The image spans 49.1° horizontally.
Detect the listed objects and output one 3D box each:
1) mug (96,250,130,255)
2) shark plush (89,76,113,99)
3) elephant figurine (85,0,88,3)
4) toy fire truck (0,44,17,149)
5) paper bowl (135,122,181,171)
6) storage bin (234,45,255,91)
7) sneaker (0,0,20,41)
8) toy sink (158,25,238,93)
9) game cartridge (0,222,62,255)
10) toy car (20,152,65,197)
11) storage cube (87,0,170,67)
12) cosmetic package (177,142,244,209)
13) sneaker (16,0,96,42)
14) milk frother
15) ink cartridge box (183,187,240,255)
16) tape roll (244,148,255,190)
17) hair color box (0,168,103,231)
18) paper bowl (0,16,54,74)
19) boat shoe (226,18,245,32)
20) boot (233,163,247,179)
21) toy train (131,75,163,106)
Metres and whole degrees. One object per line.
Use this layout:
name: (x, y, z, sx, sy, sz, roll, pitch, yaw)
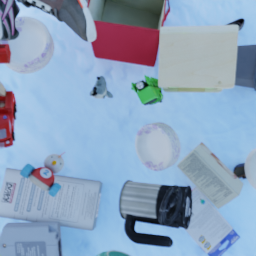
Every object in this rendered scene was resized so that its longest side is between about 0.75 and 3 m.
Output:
mug: (-0.310, 3.250, 6.075, 1.334, 1.623, 1.004, 20, 87, -22)
shark plush: (-0.646, -0.825, 5.644, 0.497, 1.093, 0.455, 7, 101, 13)
elephant figurine: (-0.442, -5.514, 10.160, 2.640, 1.868, 2.048, -18, 91, 2)
toy fire truck: (-3.388, -0.891, 7.385, 0.601, 1.738, 2.464, -4, 48, -13)
paper bowl: (0.855, 0.484, 7.622, 0.671, 1.289, 1.289, -11, 71, -45)
storage bin: (4.132, -2.106, 9.695, 1.068, 1.158, 1.591, 12, 75, 32)
sneaker: (-2.806, -2.797, 6.137, 0.739, 0.794, 1.839, 10, 102, 34)
toy sink: (1.681, -1.604, 7.159, 1.648, 2.528, 1.416, 3, 98, 9)
game cartridge: (-2.759, 3.963, 7.974, 1.768, 0.536, 2.651, -2, 97, -2)
toy car: (-2.050, 1.056, 7.404, 1.046, 1.004, 1.135, 36, 72, -5)
storage cube: (0.019, -3.694, 9.343, 2.629, 2.364, 2.248, 9, 76, 3)
cosmetic package: (2.530, 1.452, 8.671, 1.814, 0.938, 0.792, 48, 36, 10)
sneaker: (-1.854, -2.922, 6.345, 1.170, 1.101, 2.856, -38, 85, -9)
milk frother: (0.538, 1.732, 6.551, 1.634, 1.737, 1.567, 1, 36, 23)
ink cartridge box: (2.344, 2.961, 8.682, 1.158, 0.407, 1.940, -40, 76, -9)
tape roll: (4.461, 1.331, 8.965, 1.529, 0.279, 1.529, 2, 79, -13)
hair color box: (-2.358, 2.179, 8.622, 2.924, 0.886, 1.447, 8, 76, 1)
paper bowl: (-3.549, -2.807, 9.817, 1.906, 0.991, 1.906, 0, 76, 0)
boat shoe: (3.571, -3.575, 10.293, 1.576, 0.449, 0.527, -29, 78, -7)
boot: (3.482, 1.449, 9.124, 1.009, 0.377, 0.489, -7, 63, -8)
toy train: (0.604, -0.934, 7.236, 0.500, 2.394, 0.675, -27, 90, 16)
